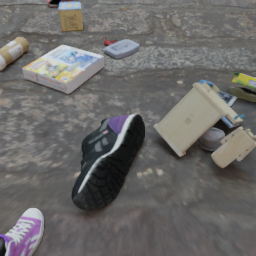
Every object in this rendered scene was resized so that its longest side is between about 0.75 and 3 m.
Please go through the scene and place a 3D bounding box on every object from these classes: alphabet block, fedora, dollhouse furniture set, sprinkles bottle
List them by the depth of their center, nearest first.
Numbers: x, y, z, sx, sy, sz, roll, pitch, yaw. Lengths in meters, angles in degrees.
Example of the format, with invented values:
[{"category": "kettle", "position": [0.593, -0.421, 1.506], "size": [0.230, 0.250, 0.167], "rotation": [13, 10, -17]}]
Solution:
[{"category": "fedora", "position": [2.114, 0.224, 6.948], "size": [0.752, 0.340, 0.665], "rotation": [0, 56, 0]}, {"category": "dollhouse furniture set", "position": [2.143, 0.000, 7.294], "size": [2.112, 1.460, 2.237], "rotation": [51, 27, 17]}, {"category": "sprinkles bottle", "position": [-4.373, -2.750, 10.315], "size": [0.593, 0.593, 1.737], "rotation": [12, 42, 14]}, {"category": "alphabet block", "position": [-2.561, -5.019, 12.600], "size": [0.953, 0.971, 0.948], "rotation": [-4, 41, -5]}]

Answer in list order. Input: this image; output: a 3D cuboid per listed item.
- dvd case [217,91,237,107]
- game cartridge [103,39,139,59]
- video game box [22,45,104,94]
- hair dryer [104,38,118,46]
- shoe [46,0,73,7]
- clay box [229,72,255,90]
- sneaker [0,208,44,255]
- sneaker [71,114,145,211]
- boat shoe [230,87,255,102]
[{"category": "dvd case", "position": [2.850, -0.912, 8.605], "size": [0.790, 0.098, 0.594], "rotation": [26, 47, 26]}, {"category": "game cartridge", "position": [-0.218, -3.087, 10.971], "size": [1.297, 0.265, 0.863], "rotation": [-31, 47, -30]}, {"category": "video game box", "position": [-2.169, -2.103, 9.673], "size": [1.905, 0.489, 2.091], "rotation": [18, 45, 23]}, {"category": "hair dryer", "position": [-0.679, -3.513, 11.460], "size": [0.625, 0.223, 0.821], "rotation": [0, 42, -2]}, {"category": "shoe", "position": [-3.502, -6.949, 15.088], "size": [1.789, 0.639, 0.814], "rotation": [-17, 45, -11]}, {"category": "clay box", "position": [3.676, -1.355, 8.379], "size": [1.301, 0.310, 0.748], "rotation": [19, 13, 7]}, {"category": "sneaker", "position": [-1.913, 1.901, 4.869], "size": [0.529, 0.832, 1.459], "rotation": [3, 40, 6]}, {"category": "sneaker", "position": [-0.626, 0.700, 6.346], "size": [1.177, 1.018, 2.688], "rotation": [2, 36, 30]}, {"category": "boat shoe", "position": [3.586, -1.094, 8.607], "size": [0.882, 0.330, 0.292], "rotation": [23, 54, 22]}]
